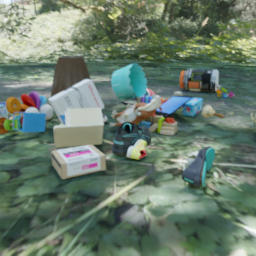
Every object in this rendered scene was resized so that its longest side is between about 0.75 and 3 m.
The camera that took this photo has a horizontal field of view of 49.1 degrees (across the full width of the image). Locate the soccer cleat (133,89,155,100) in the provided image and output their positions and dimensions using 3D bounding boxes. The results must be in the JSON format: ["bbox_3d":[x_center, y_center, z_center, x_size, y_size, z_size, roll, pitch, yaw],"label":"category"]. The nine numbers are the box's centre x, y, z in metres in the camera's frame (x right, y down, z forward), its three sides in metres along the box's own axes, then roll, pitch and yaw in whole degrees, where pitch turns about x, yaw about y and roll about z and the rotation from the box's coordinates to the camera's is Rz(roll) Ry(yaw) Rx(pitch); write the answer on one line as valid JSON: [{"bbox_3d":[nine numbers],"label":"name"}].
[{"bbox_3d":[0.356,-2.144,16.948,2.714,0.926,0.993,17,16,37],"label":"soccer cleat"}]

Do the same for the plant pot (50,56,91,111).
[{"bbox_3d":[-2.890,-2.360,14.544,2.444,2.615,2.444,0,17,0],"label":"plant pot"}]

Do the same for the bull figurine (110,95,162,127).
[{"bbox_3d":[0.269,-0.571,10.721,2.164,0.705,1.314,-29,-17,34],"label":"bull figurine"}]

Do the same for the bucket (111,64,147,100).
[{"bbox_3d":[0.056,-2.152,13.432,1.102,1.695,1.695,-9,10,33],"label":"bucket"}]

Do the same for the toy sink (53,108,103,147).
[{"bbox_3d":[-1.640,-0.036,9.150,1.539,1.003,0.862,-4,50,-13],"label":"toy sink"}]

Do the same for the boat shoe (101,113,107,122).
[{"bbox_3d":[-1.505,-0.712,12.151,0.601,0.747,1.611,-27,27,-30],"label":"boat shoe"}]

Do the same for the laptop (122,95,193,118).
[{"bbox_3d":[1.222,-1.223,12.475,2.442,1.261,2.164,18,3,-14],"label":"laptop"}]

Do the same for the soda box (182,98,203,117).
[{"bbox_3d":[3.158,-1.033,13.667,0.544,0.575,1.695,9,19,28],"label":"soda box"}]

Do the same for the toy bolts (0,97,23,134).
[{"bbox_3d":[-4.525,-0.436,10.834,0.988,1.361,1.425,-2,-3,21],"label":"toy bolts"}]

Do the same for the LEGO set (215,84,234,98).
[{"bbox_3d":[5.864,-2.135,17.461,0.489,0.526,1.282,-42,64,-15],"label":"LEGO set"}]

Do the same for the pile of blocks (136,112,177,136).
[{"bbox_3d":[0.966,-0.282,10.986,2.184,0.679,0.897,15,21,43],"label":"pile of blocks"}]

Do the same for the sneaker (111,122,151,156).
[{"bbox_3d":[0.207,0.204,9.139,0.818,0.860,2.170,9,18,24],"label":"sneaker"}]

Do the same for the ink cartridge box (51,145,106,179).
[{"bbox_3d":[-1.347,0.882,7.572,1.217,0.457,1.002,-8,18,-28],"label":"ink cartridge box"}]

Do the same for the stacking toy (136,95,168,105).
[{"bbox_3d":[1.359,-1.300,14.385,1.844,0.787,0.787,5,17,3],"label":"stacking toy"}]

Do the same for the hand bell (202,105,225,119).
[{"bbox_3d":[3.538,-0.549,11.340,0.546,0.546,1.048,-8,19,-24],"label":"hand bell"}]

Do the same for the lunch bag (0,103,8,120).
[{"bbox_3d":[-5.236,-0.502,11.374,0.674,0.899,1.057,3,18,7],"label":"lunch bag"}]

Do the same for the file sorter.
[{"bbox_3d":[-3.685,-0.239,10.458,0.622,0.703,1.014,10,6,29],"label":"file sorter"}]

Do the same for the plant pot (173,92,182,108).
[{"bbox_3d":[2.652,-1.516,14.939,0.722,0.771,0.722,0,16,0],"label":"plant pot"}]

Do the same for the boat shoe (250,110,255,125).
[{"bbox_3d":[4.592,-0.401,9.638,0.838,0.716,2.285,-40,-16,9],"label":"boat shoe"}]

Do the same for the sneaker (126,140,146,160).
[{"bbox_3d":[0.361,0.697,8.411,0.477,0.413,1.057,19,27,21],"label":"sneaker"}]

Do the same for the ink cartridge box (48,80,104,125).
[{"bbox_3d":[-2.051,-0.979,11.232,1.780,1.287,0.750,-32,23,-18],"label":"ink cartridge box"}]

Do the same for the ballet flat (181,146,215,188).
[{"bbox_3d":[1.781,0.914,7.203,0.690,0.690,1.888,8,21,23],"label":"ballet flat"}]

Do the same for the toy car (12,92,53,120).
[{"bbox_3d":[-4.196,-0.942,12.237,1.443,1.237,1.649,12,21,36],"label":"toy car"}]

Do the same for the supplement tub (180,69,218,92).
[{"bbox_3d":[4.951,-3.311,19.574,2.478,1.518,1.518,8,18,21],"label":"supplement tub"}]
